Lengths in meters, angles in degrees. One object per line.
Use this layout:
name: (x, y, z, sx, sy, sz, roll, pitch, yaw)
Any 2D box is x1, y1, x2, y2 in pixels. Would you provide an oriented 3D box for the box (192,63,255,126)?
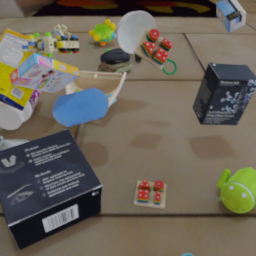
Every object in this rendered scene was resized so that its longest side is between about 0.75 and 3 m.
box: (3.209, -1.096, 9.448, 1.410, 1.899, 1.017, 1, 41, -10)

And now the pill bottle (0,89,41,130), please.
pill bottle: (-4.668, -1.094, 11.805, 1.456, 1.456, 2.593, -1, 37, -1)

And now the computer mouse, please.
computer mouse: (-0.473, -4.625, 16.570, 2.482, 0.571, 1.743, -8, 76, -11)

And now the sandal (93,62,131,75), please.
sandal: (-1.104, -3.217, 15.181, 2.952, 0.842, 1.172, -28, 45, -32)

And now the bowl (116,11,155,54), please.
bowl: (0.192, -3.920, 11.228, 1.695, 1.695, 0.762, -16, 45, -20)

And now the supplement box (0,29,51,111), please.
supplement box: (-4.020, -2.020, 9.934, 1.287, 1.295, 2.364, 23, 81, 13)

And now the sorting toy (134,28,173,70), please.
sorting toy: (0.876, -2.581, 8.916, 1.056, 0.370, 1.063, 31, 68, -13)

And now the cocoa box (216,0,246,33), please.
cocoa box: (3.597, -3.988, 9.846, 0.631, 0.641, 0.962, -25, 64, 8)

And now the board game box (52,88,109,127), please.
board game box: (-1.532, -0.594, 9.270, 1.852, 0.361, 1.463, -16, 51, -8)

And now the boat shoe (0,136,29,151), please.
boat shoe: (-4.548, 0.783, 9.426, 2.805, 0.999, 0.979, -16, 44, -37)

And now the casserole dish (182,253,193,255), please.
casserole dish: (1.334, 3.424, 6.793, 0.901, 0.175, 0.546, -17, 40, -20)

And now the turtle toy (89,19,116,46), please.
turtle toy: (-1.711, -6.473, 19.233, 1.726, 1.197, 2.368, -35, 43, -1)

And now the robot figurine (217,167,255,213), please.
robot figurine: (3.399, 1.837, 8.257, 1.671, 0.966, 1.466, -29, 42, -36)

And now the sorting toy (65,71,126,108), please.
sorting toy: (-1.598, -1.389, 12.282, 2.723, 1.455, 2.452, 5, 39, 7)

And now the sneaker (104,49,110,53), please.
sneaker: (-1.179, -4.449, 17.139, 0.564, 0.500, 1.350, -13, 39, -24)

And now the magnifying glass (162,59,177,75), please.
magnifying glass: (1.275, -2.521, 10.421, 0.542, 1.362, 0.153, -48, 13, -5)

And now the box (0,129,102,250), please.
box: (-2.333, 1.596, 7.959, 2.420, 1.445, 2.461, -19, 49, -24)

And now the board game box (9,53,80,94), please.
board game box: (-2.639, -1.672, 8.974, 1.739, 1.330, 0.351, 8, 61, -55)

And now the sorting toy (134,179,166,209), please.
sorting toy: (0.691, 1.965, 8.630, 0.929, 0.323, 0.923, 5, 37, 7)

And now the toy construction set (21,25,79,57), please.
toy construction set: (-2.380, -2.748, 9.092, 1.303, 0.915, 1.987, 4, 31, 21)
